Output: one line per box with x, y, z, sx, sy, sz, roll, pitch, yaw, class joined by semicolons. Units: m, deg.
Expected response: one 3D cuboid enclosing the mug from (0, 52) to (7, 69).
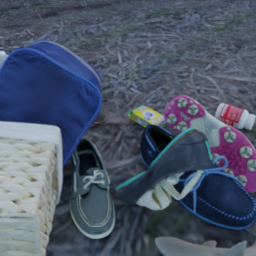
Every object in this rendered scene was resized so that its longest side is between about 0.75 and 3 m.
-3.918;-1.774;8.880;0.968;1.150;1.312;-8;77;-14;mug

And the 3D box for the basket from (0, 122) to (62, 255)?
-2.626;1.131;4.573;2.894;1.962;1.785;3;40;-9;basket

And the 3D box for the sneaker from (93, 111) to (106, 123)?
-1.057;-0.441;8.162;1.083;0.444;0.417;8;54;-35;sneaker

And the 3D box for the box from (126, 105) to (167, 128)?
0.549;-0.319;8.290;1.114;0.269;0.653;30;41;29;box

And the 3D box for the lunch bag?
-1.915;-0.352;6.225;1.983;2.919;1.931;33;17;-15;lunch bag

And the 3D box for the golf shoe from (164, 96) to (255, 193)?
2.139;0.312;6.728;2.824;1.064;1.292;51;18;26;golf shoe

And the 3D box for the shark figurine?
1.745;1.922;4.462;2.270;0.947;1.356;-8;40;-24;shark figurine

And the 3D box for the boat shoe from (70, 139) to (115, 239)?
-0.831;1.135;5.872;0.880;0.746;2.416;-7;35;-11;boat shoe

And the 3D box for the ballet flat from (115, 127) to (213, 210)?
0.576;0.974;5.000;0.907;2.483;0.907;21;46;-23;ballet flat

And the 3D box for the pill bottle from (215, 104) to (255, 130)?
3.099;-0.306;8.124;1.014;0.569;0.569;22;40;28;pill bottle

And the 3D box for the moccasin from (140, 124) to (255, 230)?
1.245;0.927;5.840;2.952;1.007;1.188;31;54;33;moccasin
